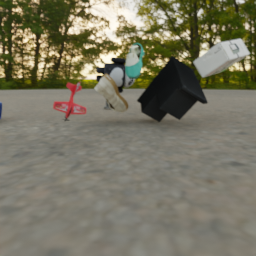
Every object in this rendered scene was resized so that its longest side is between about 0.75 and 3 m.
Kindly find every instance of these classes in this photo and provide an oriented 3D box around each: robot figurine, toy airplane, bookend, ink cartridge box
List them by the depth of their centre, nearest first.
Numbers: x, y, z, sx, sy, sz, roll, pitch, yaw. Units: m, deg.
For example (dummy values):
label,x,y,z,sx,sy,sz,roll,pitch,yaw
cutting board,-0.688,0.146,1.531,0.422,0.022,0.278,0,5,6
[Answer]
label,x,y,z,sx,sy,sz,roll,pitch,yaw
toy airplane,-1.639,-0.766,8.004,0.227,1.236,1.236,27,25,37
bookend,1.574,-1.071,11.045,1.168,2.520,2.536,27,31,-21
robot figurine,-0.555,-2.298,12.312,1.719,1.072,1.291,2,-28,-9
ink cartridge box,4.288,-3.201,12.858,2.136,0.897,1.554,-23,-8,-41

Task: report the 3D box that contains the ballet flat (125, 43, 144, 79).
label,x,y,z,sx,sy,sz,roll,pitch,yaw
ballet flat,0.175,-2.368,9.586,0.597,0.624,1.774,-9,40,19

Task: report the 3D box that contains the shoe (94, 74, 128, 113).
label,x,y,z,sx,sy,sz,roll,pitch,yaw
shoe,-0.669,-1.186,11.062,0.934,0.713,2.673,40,-8,22

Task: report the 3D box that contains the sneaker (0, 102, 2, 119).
label,x,y,z,sx,sy,sz,roll,pitch,yaw
sneaker,-5.922,-0.658,11.742,0.927,0.835,2.381,5,10,-14

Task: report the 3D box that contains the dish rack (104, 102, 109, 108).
label,x,y,z,sx,sy,sz,roll,pitch,yaw
dish rack,-0.901,-1.396,17.201,1.152,0.410,1.502,0,10,6
